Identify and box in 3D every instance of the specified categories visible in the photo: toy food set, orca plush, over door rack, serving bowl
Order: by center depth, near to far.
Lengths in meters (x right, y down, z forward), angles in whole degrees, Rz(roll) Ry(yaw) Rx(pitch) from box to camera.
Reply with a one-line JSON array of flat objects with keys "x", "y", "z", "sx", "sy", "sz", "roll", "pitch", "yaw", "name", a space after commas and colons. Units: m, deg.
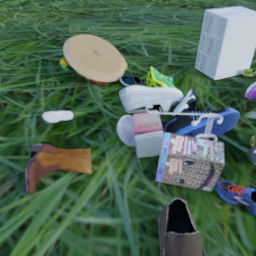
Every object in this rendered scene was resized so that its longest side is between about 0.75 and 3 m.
[{"x": 1.421, "y": 0.262, "z": 7.778, "sx": 2.059, "sy": 1.521, "sz": 0.686, "roll": 8, "pitch": 36, "yaw": 7, "name": "over door rack"}, {"x": 0.042, "y": 0.143, "z": 8.688, "sx": 1.044, "sy": 0.343, "sz": 1.044, "roll": 23, "pitch": 51, "yaw": -32, "name": "serving bowl"}, {"x": 2.205, "y": -0.721, "z": 10.228, "sx": 1.003, "sy": 0.678, "sz": 1.906, "roll": -35, "pitch": 12, "yaw": 31, "name": "orca plush"}, {"x": -1.516, "y": -3.091, "z": 12.480, "sx": 2.922, "sy": 0.718, "sz": 2.952, "roll": 30, "pitch": 46, "yaw": -6, "name": "toy food set"}]

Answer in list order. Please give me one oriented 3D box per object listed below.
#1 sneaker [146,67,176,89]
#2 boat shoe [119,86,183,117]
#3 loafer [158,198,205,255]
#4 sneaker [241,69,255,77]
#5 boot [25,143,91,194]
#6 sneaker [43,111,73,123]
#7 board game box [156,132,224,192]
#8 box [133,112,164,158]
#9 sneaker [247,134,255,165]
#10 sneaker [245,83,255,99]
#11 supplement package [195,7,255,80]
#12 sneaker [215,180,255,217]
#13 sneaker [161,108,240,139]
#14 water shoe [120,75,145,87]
[{"x": 1.358, "y": -1.834, "z": 11.605, "sx": 0.884, "sy": 0.783, "sz": 2.115, "roll": 2, "pitch": 35, "yaw": -22, "name": "sneaker"}, {"x": 0.915, "y": -0.840, "z": 9.885, "sx": 2.759, "sy": 0.963, "sz": 0.983, "roll": -2, "pitch": 72, "yaw": -37, "name": "boat shoe"}, {"x": 0.998, "y": 2.370, "z": 5.353, "sx": 0.902, "sy": 0.877, "sz": 2.470, "roll": -4, "pitch": 35, "yaw": -5, "name": "loafer"}, {"x": 5.604, "y": -2.507, "z": 12.765, "sx": 0.930, "sy": 0.351, "sz": 0.355, "roll": 8, "pitch": -7, "yaw": -15, "name": "sneaker"}, {"x": -1.847, "y": 1.146, "z": 7.575, "sx": 1.690, "sy": 0.579, "sz": 1.591, "roll": 9, "pitch": 37, "yaw": -11, "name": "boot"}, {"x": -2.478, "y": -0.437, "z": 9.883, "sx": 1.022, "sy": 0.385, "sz": 0.452, "roll": -1, "pitch": 23, "yaw": -13, "name": "sneaker"}, {"x": 1.521, "y": 0.877, "z": 7.066, "sx": 1.468, "sy": 1.171, "sz": 0.711, "roll": 10, "pitch": 45, "yaw": 7, "name": "board game box"}, {"x": 0.594, "y": 0.169, "z": 8.205, "sx": 0.820, "sy": 0.698, "sz": 1.282, "roll": -8, "pitch": 36, "yaw": 3, "name": "box"}, {"x": 3.890, "y": 0.563, "z": 8.260, "sx": 1.743, "sy": 0.649, "sz": 0.737, "roll": -17, "pitch": 32, "yaw": -37, "name": "sneaker"}, {"x": 5.427, "y": -1.394, "z": 10.970, "sx": 1.723, "sy": 0.693, "sz": 0.762, "roll": -13, "pitch": 52, "yaw": -15, "name": "sneaker"}, {"x": 4.462, "y": -3.795, "z": 12.535, "sx": 2.079, "sy": 2.669, "sz": 1.480, "roll": -15, "pitch": 40, "yaw": -21, "name": "supplement package"}, {"x": 2.775, "y": 1.590, "z": 6.673, "sx": 1.416, "sy": 0.555, "sz": 0.533, "roll": 24, "pitch": 48, "yaw": 30, "name": "sneaker"}, {"x": 2.309, "y": -0.213, "z": 9.002, "sx": 2.674, "sy": 0.938, "sz": 1.042, "roll": -17, "pitch": 43, "yaw": -23, "name": "sneaker"}, {"x": 0.228, "y": -1.974, "z": 11.748, "sx": 0.522, "sy": 0.577, "sz": 1.461, "roll": -21, "pitch": 43, "yaw": -38, "name": "water shoe"}]
